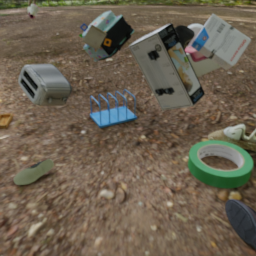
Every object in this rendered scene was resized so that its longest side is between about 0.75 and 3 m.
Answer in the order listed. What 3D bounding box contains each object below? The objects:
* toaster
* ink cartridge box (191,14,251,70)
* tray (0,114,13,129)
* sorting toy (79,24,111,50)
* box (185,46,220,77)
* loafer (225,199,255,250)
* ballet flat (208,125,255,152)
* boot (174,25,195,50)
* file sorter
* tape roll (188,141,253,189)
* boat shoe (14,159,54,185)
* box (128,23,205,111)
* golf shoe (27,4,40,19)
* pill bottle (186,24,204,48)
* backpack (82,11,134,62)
[{"bbox_3d":[-2.622,-1.374,8.703,1.650,0.937,1.066,49,33,20],"label":"toaster"},{"bbox_3d":[2.928,-2.705,8.933,1.457,1.064,0.614,35,-1,0],"label":"ink cartridge box"},{"bbox_3d":[-5.297,-0.285,11.917,0.501,0.188,1.015,-3,31,-5],"label":"tray"},{"bbox_3d":[-1.313,-3.534,10.995,1.342,0.755,0.183,30,6,-3],"label":"sorting toy"},{"bbox_3d":[2.728,-2.653,10.746,1.801,0.981,1.151,-23,23,-3],"label":"box"},{"bbox_3d":[3.159,2.527,6.791,0.608,0.694,1.930,5,31,-31],"label":"loafer"},{"bbox_3d":[4.349,0.341,10.111,2.801,0.914,0.988,12,34,20],"label":"ballet flat"},{"bbox_3d":[1.420,-2.395,8.976,0.662,1.362,1.809,30,49,2],"label":"boot"},{"bbox_3d":[-0.667,-0.892,12.084,1.737,1.066,1.205,-15,33,-23],"label":"file sorter"},{"bbox_3d":[2.994,1.137,9.194,1.997,0.480,1.997,0,30,0],"label":"tape roll"},{"bbox_3d":[-2.968,1.407,8.842,1.283,0.469,0.402,-29,4,-25],"label":"boat shoe"},{"bbox_3d":[1.033,-1.535,7.497,0.628,2.087,1.218,-40,19,-30],"label":"box"},{"bbox_3d":[-3.830,-4.540,11.093,0.405,0.492,1.076,25,-7,-27],"label":"golf shoe"},{"bbox_3d":[2.925,-3.968,12.245,1.106,1.106,1.900,6,22,11],"label":"pill bottle"},{"bbox_3d":[-1.118,-4.125,12.898,1.946,1.697,2.214,-56,19,-20],"label":"backpack"}]
